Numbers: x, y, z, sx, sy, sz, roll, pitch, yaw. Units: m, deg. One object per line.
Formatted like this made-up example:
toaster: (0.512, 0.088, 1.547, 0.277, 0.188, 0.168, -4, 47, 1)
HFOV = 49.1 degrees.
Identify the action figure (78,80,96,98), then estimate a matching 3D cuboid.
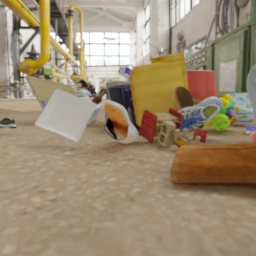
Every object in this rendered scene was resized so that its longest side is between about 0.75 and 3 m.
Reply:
action figure: (-1.619, -1.606, 11.603, 0.360, 0.675, 1.037, -28, -32, 14)

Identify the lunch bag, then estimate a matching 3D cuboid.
lunch bag: (4.900, -0.897, 12.290, 1.231, 0.631, 1.531, 0, 44, 19)

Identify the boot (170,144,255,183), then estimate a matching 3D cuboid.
boot: (2.487, 0.563, 5.284, 2.975, 1.019, 2.801, -4, 13, 24)

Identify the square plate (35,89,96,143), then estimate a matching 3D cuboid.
square plate: (-1.724, -0.346, 7.872, 1.293, 1.305, 0.186, 22, -26, 4)

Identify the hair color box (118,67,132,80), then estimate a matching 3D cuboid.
hair color box: (0.078, -2.478, 13.019, 0.558, 0.331, 1.021, 12, -8, 43)

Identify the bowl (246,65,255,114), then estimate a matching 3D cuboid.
bowl: (4.579, -0.889, 7.508, 1.354, 2.515, 2.515, -27, 12, -7)

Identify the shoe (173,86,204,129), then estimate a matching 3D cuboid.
shoe: (2.204, -0.722, 10.646, 0.719, 2.056, 0.549, -49, 29, -22)

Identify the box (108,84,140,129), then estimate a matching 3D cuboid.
box: (0.558, -0.966, 11.161, 2.303, 1.704, 1.201, -15, 14, -26)

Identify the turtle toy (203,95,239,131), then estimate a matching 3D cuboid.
turtle toy: (3.488, -0.418, 10.386, 0.895, 1.290, 1.770, 38, 35, 19)

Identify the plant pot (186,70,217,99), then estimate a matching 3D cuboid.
plant pot: (3.857, -1.992, 16.324, 2.928, 2.590, 2.928, 0, 7, 0)

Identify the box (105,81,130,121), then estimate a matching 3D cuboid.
box: (0.012, -1.157, 12.739, 1.949, 1.793, 1.023, 0, 4, -39)

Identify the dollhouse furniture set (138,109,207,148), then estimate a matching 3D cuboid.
dollhouse furniture set: (1.330, 0.192, 7.878, 1.116, 0.843, 2.073, -4, 26, -32)

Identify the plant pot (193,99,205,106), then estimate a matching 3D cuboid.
plant pot: (3.104, -0.844, 13.499, 2.328, 1.075, 2.328, 0, 9, 0)

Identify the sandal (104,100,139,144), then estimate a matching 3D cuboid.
sandal: (-0.324, -0.013, 7.548, 0.819, 0.613, 2.137, 22, -17, 23)

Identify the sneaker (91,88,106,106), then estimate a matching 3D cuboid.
sneaker: (-1.320, -1.297, 12.228, 0.991, 0.373, 0.437, -52, 18, -22)

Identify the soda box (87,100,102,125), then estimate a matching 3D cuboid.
soda box: (-1.798, -0.770, 13.194, 0.688, 0.736, 2.160, 21, 12, 1)

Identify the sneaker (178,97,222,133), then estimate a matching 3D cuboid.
sneaker: (2.110, -0.381, 8.930, 1.893, 0.717, 0.729, -33, 9, 14)

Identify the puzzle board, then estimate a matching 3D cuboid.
puzzle board: (-3.390, -1.403, 13.662, 0.260, 2.253, 2.990, -41, -21, 23)

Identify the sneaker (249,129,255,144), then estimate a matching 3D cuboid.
sneaker: (3.874, 0.390, 7.473, 1.205, 0.444, 0.523, 7, 38, 3)

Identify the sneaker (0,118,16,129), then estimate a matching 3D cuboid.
sneaker: (-4.311, -0.177, 9.695, 0.843, 0.382, 0.280, 3, -21, -39)

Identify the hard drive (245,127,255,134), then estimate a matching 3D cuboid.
hard drive: (4.854, 0.094, 9.789, 1.409, 0.179, 0.930, 2, 7, 21)

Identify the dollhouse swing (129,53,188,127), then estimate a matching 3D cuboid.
dollhouse swing: (1.037, -1.392, 11.414, 2.494, 2.837, 2.578, -13, 13, -14)

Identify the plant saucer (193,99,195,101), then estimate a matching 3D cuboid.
plant saucer: (3.011, -1.098, 13.390, 0.599, 0.162, 1.712, 1, -12, 27)
